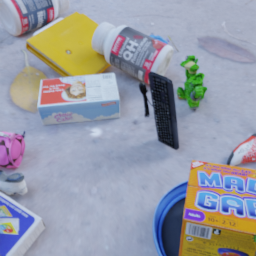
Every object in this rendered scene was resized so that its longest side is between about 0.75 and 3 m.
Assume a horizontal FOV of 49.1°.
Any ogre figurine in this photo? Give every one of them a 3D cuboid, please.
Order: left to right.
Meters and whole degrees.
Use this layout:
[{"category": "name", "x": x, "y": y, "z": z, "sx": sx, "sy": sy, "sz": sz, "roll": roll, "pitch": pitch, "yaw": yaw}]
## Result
[{"category": "ogre figurine", "x": 2.028, "y": -1.323, "z": 8.750, "sx": 0.925, "sy": 1.131, "sz": 1.886, "roll": -16, "pitch": 46, "yaw": -10}]

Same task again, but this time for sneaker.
[{"category": "sneaker", "x": -2.897, "y": 1.338, "z": 6.597, "sx": 1.226, "sy": 0.534, "sz": 0.457, "roll": 3, "pitch": 28, "yaw": 29}, {"category": "sneaker", "x": 3.236, "y": 0.695, "z": 7.222, "sx": 1.417, "sy": 0.473, "sz": 0.760, "roll": -30, "pitch": 50, "yaw": -30}]

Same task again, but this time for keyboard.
[{"category": "keyboard", "x": 0.745, "y": -0.460, "z": 7.225, "sx": 0.218, "sy": 2.112, "sz": 1.342, "roll": -29, "pitch": 38, "yaw": -23}]

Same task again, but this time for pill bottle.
[{"category": "pill bottle", "x": -4.105, "y": -5.348, "z": 12.274, "sx": 1.723, "sy": 1.723, "sz": 2.881, "roll": 34, "pitch": 55, "yaw": 29}, {"category": "pill bottle", "x": 0.106, "y": -2.579, "z": 9.498, "sx": 2.557, "sy": 1.415, "sz": 1.415, "roll": 29, "pitch": 51, "yaw": 13}]

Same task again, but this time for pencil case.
[{"category": "pencil case", "x": -3.716, "y": 0.430, "z": 7.132, "sx": 2.073, "sy": 0.971, "sz": 0.941, "roll": 4, "pitch": 49, "yaw": 5}]

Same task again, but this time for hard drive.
[{"category": "hard drive", "x": -2.245, "y": -3.828, "z": 11.735, "sx": 2.837, "sy": 0.360, "sz": 1.871, "roll": 22, "pitch": 49, "yaw": 20}]

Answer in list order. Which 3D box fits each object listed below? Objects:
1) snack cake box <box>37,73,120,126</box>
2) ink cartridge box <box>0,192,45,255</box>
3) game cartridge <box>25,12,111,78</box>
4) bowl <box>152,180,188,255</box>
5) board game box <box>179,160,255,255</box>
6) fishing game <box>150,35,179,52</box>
[{"category": "snack cake box", "x": -1.473, "y": -0.891, "z": 8.561, "sx": 2.334, "sy": 0.784, "sz": 1.342, "roll": -6, "pitch": 48, "yaw": -5}, {"category": "ink cartridge box", "x": -3.578, "y": 2.344, "z": 5.543, "sx": 2.696, "sy": 0.641, "sz": 2.728, "roll": 24, "pitch": 52, "yaw": 20}, {"category": "game cartridge", "x": -1.764, "y": -2.940, "z": 10.240, "sx": 2.532, "sy": 0.466, "sz": 2.872, "roll": 37, "pitch": 52, "yaw": 4}, {"category": "bowl", "x": 1.737, "y": 2.199, "z": 5.739, "sx": 2.505, "sy": 0.492, "sz": 2.505, "roll": 0, "pitch": 45, "yaw": 0}, {"category": "board game box", "x": 1.778, "y": 1.729, "z": 5.117, "sx": 1.507, "sy": 1.506, "sz": 1.506, "roll": 7, "pitch": 33, "yaw": 14}, {"category": "fishing game", "x": 1.063, "y": -3.186, "z": 11.064, "sx": 1.707, "sy": 0.265, "sz": 1.223, "roll": -23, "pitch": 70, "yaw": -23}]
